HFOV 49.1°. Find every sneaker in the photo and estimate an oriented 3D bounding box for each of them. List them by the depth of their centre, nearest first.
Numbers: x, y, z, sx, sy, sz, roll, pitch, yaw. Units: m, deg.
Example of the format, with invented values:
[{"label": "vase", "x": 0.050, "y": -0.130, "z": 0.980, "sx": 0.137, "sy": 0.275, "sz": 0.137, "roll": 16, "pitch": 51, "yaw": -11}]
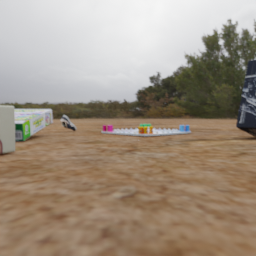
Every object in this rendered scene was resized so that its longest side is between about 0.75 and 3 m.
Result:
[{"label": "sneaker", "x": -2.942, "y": -0.122, "z": 13.651, "sx": 0.406, "sy": 0.411, "sz": 1.035, "roll": 5, "pitch": -38, "yaw": 41}]

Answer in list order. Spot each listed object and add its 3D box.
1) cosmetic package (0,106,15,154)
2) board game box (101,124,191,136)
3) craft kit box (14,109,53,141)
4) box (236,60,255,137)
[{"label": "cosmetic package", "x": -3.572, "y": 0.072, "z": 5.362, "sx": 1.273, "sy": 1.074, "sz": 2.463, "roll": 1, "pitch": 3, "yaw": 28}, {"label": "board game box", "x": 0.787, "y": 0.057, "z": 12.563, "sx": 2.926, "sy": 0.379, "sz": 2.927, "roll": -3, "pitch": 4, "yaw": -42}, {"label": "craft kit box", "x": -4.623, "y": -0.168, "z": 10.119, "sx": 2.972, "sy": 0.721, "sz": 2.935, "roll": 0, "pitch": 10, "yaw": 2}, {"label": "box", "x": 5.288, "y": -1.029, "z": 9.539, "sx": 1.359, "sy": 2.611, "sz": 2.377, "roll": 20, "pitch": -11, "yaw": -34}]
